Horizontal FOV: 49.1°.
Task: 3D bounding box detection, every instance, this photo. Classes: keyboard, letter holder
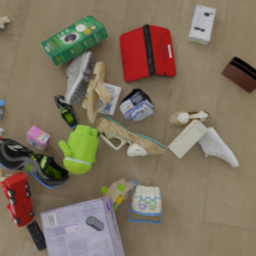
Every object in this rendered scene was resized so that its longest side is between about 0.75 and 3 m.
[{"bbox_3d":[-3.337,4.047,10.617,0.699,0.113,1.099,-31,83,-5],"label":"keyboard"},{"bbox_3d":[4.659,-2.197,11.187,1.444,1.026,0.726,37,82,6],"label":"letter holder"}]

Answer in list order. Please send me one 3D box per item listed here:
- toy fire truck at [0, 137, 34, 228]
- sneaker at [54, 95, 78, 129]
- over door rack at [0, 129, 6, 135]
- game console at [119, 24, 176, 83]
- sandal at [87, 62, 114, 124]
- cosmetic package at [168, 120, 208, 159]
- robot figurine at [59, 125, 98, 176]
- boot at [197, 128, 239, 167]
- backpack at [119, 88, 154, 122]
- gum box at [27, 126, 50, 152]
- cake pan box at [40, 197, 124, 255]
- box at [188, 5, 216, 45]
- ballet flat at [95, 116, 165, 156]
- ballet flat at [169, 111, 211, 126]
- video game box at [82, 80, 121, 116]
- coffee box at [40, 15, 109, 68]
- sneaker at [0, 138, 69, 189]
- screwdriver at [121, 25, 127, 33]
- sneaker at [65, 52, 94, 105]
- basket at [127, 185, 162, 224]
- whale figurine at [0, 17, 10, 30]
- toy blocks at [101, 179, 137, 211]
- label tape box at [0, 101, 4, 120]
[{"bbox_3d":[-4.311,1.977,10.124,0.700,2.871,2.025,-24,39,-39],"label":"toy fire truck"},{"bbox_3d":[-2.460,-0.688,11.141,0.529,0.619,1.493,-28,82,-6],"label":"sneaker"},{"bbox_3d":[-5.875,0.374,10.919,1.738,0.579,1.284,20,81,0],"label":"over door rack"},{"bbox_3d":[0.819,-3.016,11.695,1.867,1.286,2.166,-1,79,-31],"label":"game console"},{"bbox_3d":[-0.949,-1.389,10.786,0.830,0.925,2.524,2,74,14],"label":"sandal"},{"bbox_3d":[2.267,0.414,10.744,0.554,0.785,1.517,44,92,-1],"label":"cosmetic package"},{"bbox_3d":[-1.739,0.859,10.317,1.071,1.625,1.852,8,80,31],"label":"robot figurine"},{"bbox_3d":[3.410,0.929,10.927,0.873,0.672,1.826,-35,74,1],"label":"boot"},{"bbox_3d":[0.321,-0.778,10.894,1.200,1.259,0.970,-26,66,16],"label":"backpack"},{"bbox_3d":[-3.405,0.444,10.601,0.715,1.260,0.417,33,65,-6],"label":"gum box"},{"bbox_3d":[-1.652,3.993,9.810,2.853,0.746,2.628,-19,79,21],"label":"cake pan box"},{"bbox_3d":[3.101,-4.329,11.818,0.858,0.442,1.472,12,82,2],"label":"box"},{"bbox_3d":[-0.032,0.548,10.746,2.870,1.012,0.937,25,70,13],"label":"ballet flat"},{"bbox_3d":[2.491,-0.449,11.133,1.702,0.556,0.600,-10,83,-1],"label":"ballet flat"},{"bbox_3d":[-1.068,-1.229,11.399,1.310,0.307,1.193,16,78,3],"label":"video game box"},{"bbox_3d":[-2.196,-3.527,11.263,2.473,0.544,1.521,-34,49,-9],"label":"coffee box"},{"bbox_3d":[-3.323,1.170,9.916,2.968,1.230,1.052,38,42,-31],"label":"sneaker"},{"bbox_3d":[0.115,-3.805,11.923,0.213,0.222,1.529,-26,70,-37],"label":"screwdriver"},{"bbox_3d":[-2.121,-2.027,11.388,0.944,0.860,2.302,13,75,19],"label":"sneaker"},{"bbox_3d":[0.637,2.928,10.419,1.274,1.005,1.445,3,116,0],"label":"basket"},{"bbox_3d":[-5.479,-4.421,11.917,0.709,0.463,0.891,46,60,11],"label":"whale figurine"},{"bbox_3d":[-0.380,2.462,10.337,0.852,1.165,1.704,45,118,21],"label":"toy blocks"},{"bbox_3d":[-5.406,-0.756,11.339,0.582,0.255,0.807,3,81,1],"label":"label tape box"}]
